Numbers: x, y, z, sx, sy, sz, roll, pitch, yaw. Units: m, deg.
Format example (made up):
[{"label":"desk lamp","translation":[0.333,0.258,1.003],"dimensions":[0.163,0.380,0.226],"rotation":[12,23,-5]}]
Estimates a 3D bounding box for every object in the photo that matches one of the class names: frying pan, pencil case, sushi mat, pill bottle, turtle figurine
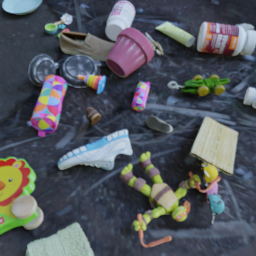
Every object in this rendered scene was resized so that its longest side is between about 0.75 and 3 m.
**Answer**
[{"label":"frying pan","translation":[-1.431,-2.353,11.447],"dimensions":[2.670,0.435,1.615],"rotation":[0,64,-7]},{"label":"frying pan","translation":[-3.052,-2.262,11.162],"dimensions":[0.331,1.232,2.036],"rotation":[24,21,31]},{"label":"pencil case","translation":[0.481,-1.191,10.511],"dimensions":[0.530,0.530,1.199],"rotation":[10,57,8]},{"label":"pencil case","translation":[-2.818,-0.850,10.016],"dimensions":[0.997,0.997,2.256],"rotation":[3,52,2]},{"label":"sushi mat","translation":[2.748,0.461,8.731],"dimensions":[1.255,0.159,2.623],"rotation":[30,34,8]},{"label":"pill bottle","translation":[4.189,-3.763,12.014],"dimensions":[2.232,1.223,1.223],"rotation":[9,53,5]},{"label":"pill bottle","translation":[5.023,-1.004,10.227],"dimensions":[1.382,0.757,0.757],"rotation":[15,54,11]},{"label":"pill bottle","translation":[-0.382,-4.955,13.013],"dimensions":[1.065,1.065,1.878],"rotation":[10,54,7]},{"label":"turtle figurine","translation":[1.008,1.779,7.998],"dimensions":[2.828,0.911,2.281],"rotation":[-38,63,-13]}]

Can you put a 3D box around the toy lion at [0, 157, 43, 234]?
[{"label":"toy lion","translation":[-3.823,2.089,7.938],"dimensions":[2.659,0.913,2.549],"rotation":[-33,52,-22]}]

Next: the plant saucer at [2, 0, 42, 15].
[{"label":"plant saucer","translation":[-5.389,-6.378,14.468],"dimensions":[2.062,0.397,2.062],"rotation":[-2,54,3]}]

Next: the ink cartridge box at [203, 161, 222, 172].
[{"label":"ink cartridge box","translation":[2.708,0.872,9.077],"dimensions":[0.585,0.334,1.126],"rotation":[-6,53,-4]}]

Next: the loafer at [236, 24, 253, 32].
[{"label":"loafer","translation":[5.079,-4.501,13.046],"dimensions":[1.591,0.556,0.555],"rotation":[-17,49,-21]}]

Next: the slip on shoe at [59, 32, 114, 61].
[{"label":"slip on shoe","translation":[-1.652,-3.635,12.166],"dimensions":[2.756,0.835,1.048],"rotation":[13,54,10]}]

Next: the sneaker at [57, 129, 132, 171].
[{"label":"sneaker","translation":[-0.989,0.933,8.727],"dimensions":[2.423,0.908,1.050],"rotation":[-23,91,0]}]

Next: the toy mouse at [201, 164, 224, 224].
[{"label":"toy mouse","translation":[2.366,1.816,7.788],"dimensions":[0.381,1.968,1.749],"rotation":[-11,92,10]}]

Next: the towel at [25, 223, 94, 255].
[{"label":"towel","translation":[-1.516,3.586,6.932],"dimensions":[1.623,0.399,2.188],"rotation":[-20,55,-20]}]

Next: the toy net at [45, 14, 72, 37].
[{"label":"toy net","translation":[-3.162,-5.025,13.523],"dimensions":[0.974,0.359,1.857],"rotation":[18,55,13]}]

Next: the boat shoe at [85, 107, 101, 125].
[{"label":"boat shoe","translation":[-1.206,-0.427,9.456],"dimensions":[0.451,1.283,0.452],"rotation":[45,78,4]}]

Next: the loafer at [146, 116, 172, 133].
[{"label":"loafer","translation":[1.084,-0.068,9.736],"dimensions":[1.122,0.383,0.424],"rotation":[32,93,40]}]

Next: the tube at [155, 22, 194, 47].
[{"label":"tube","translation":[2.192,-4.394,12.998],"dimensions":[0.572,0.511,1.970],"rotation":[2,34,-49]}]

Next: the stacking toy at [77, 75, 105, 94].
[{"label":"stacking toy","translation":[-1.462,-1.832,10.822],"dimensions":[1.089,0.598,0.632],"rotation":[21,43,6]}]

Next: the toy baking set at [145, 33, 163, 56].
[{"label":"toy baking set","translation":[1.154,-3.682,12.265],"dimensions":[0.137,0.904,1.178],"rotation":[-36,56,30]}]

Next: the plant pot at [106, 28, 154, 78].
[{"label":"plant pot","translation":[-0.038,-2.906,11.266],"dimensions":[1.646,1.646,1.474],"rotation":[34,75,23]}]

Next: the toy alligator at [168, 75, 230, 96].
[{"label":"toy alligator","translation":[2.670,-1.546,10.705],"dimensions":[2.457,0.590,0.814],"rotation":[-4,49,-7]}]
